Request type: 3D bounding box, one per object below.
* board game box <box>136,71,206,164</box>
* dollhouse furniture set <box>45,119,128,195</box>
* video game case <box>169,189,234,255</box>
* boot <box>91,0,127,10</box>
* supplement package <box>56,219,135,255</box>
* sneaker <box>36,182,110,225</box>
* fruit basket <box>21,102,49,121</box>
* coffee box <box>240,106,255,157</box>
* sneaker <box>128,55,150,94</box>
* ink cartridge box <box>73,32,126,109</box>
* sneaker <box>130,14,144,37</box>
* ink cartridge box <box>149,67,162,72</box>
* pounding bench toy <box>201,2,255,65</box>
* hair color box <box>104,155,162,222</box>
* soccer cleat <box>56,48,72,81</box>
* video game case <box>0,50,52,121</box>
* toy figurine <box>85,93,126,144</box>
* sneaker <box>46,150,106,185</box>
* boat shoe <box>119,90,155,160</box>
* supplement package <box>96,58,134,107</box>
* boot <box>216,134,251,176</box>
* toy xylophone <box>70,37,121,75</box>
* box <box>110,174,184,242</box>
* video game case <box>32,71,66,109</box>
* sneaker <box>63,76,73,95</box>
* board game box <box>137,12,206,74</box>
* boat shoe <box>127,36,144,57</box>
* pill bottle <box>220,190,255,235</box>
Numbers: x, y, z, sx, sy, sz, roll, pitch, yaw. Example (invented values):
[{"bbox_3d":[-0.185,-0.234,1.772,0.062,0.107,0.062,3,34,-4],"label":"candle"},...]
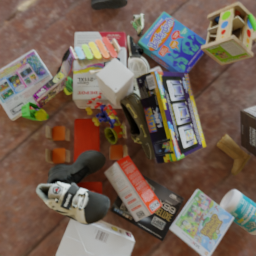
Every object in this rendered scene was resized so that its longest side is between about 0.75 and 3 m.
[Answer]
[{"bbox_3d":[1.561,-0.460,9.707,0.823,2.400,2.904,-15,88,37],"label":"board game box"},{"bbox_3d":[-1.476,1.079,10.029,2.931,1.510,2.899,-2,79,0],"label":"dollhouse furniture set"},{"bbox_3d":[2.381,3.085,9.038,1.478,0.179,1.624,38,73,8],"label":"video game case"},{"bbox_3d":[-0.874,-6.031,11.867,1.561,0.622,1.894,-4,75,-3],"label":"boot"},{"bbox_3d":[-1.151,4.119,9.513,2.237,1.240,1.742,22,80,-2],"label":"supplement package"},{"bbox_3d":[-1.756,2.147,8.274,2.590,1.146,0.960,-3,55,35],"label":"sneaker"},{"bbox_3d":[-3.461,-0.577,10.652,0.959,0.959,0.691,-8,79,-1],"label":"fruit basket"},{"bbox_3d":[5.514,-0.142,10.041,2.715,1.084,1.535,-17,116,-9],"label":"coffee box"},{"bbox_3d":[0.357,-1.586,10.143,0.766,2.031,1.168,3,57,11],"label":"sneaker"},{"bbox_3d":[-1.045,-2.192,10.836,1.976,1.123,2.712,-1,79,0],"label":"ink cartridge box"},{"bbox_3d":[0.343,-4.029,11.050,0.524,0.455,1.183,5,58,-1],"label":"sneaker"},{"bbox_3d":[1.132,-1.793,11.083,0.755,0.443,1.031,-27,79,-12],"label":"ink cartridge box"},{"bbox_3d":[4.073,-3.577,10.220,1.360,2.189,1.708,23,75,-33],"label":"pounding bench toy"},{"bbox_3d":[0.128,2.056,9.494,0.617,1.022,2.014,-25,77,-41],"label":"hair color box"},{"bbox_3d":[-2.319,-2.408,10.695,0.471,0.439,1.286,17,108,-31],"label":"soccer cleat"},{"bbox_3d":[-4.190,-1.729,11.197,2.255,0.267,2.052,-34,81,-5],"label":"video game case"},{"bbox_3d":[-0.589,-0.388,10.150,0.945,1.073,1.791,-39,81,26],"label":"toy figurine"},{"bbox_3d":[-1.760,1.560,9.486,2.283,1.036,0.867,-27,114,13],"label":"sneaker"},{"bbox_3d":[0.426,0.042,10.017,0.814,0.973,2.723,-27,116,-19],"label":"boat shoe"},{"bbox_3d":[-0.410,-1.469,9.357,0.887,1.462,0.876,43,80,8],"label":"supplement package"},{"bbox_3d":[3.857,1.030,10.629,1.244,0.411,1.089,41,71,7],"label":"boot"},{"bbox_3d":[-1.072,-2.532,9.815,1.769,0.444,1.295,-24,61,-22],"label":"toy xylophone"},{"bbox_3d":[0.687,2.778,10.201,2.163,0.538,1.705,30,80,6],"label":"box"},{"bbox_3d":[-2.779,-1.325,9.999,1.311,1.447,0.259,-44,93,-15],"label":"video game case"},{"bbox_3d":[-2.476,-1.881,11.190,0.493,0.437,1.179,-20,83,-18],"label":"sneaker"},{"bbox_3d":[1.820,-3.322,11.351,2.337,0.526,1.777,37,81,7],"label":"board game box"},{"bbox_3d":[0.334,-2.928,11.073,0.605,0.682,1.824,-9,58,3],"label":"boat shoe"},{"bbox_3d":[4.233,3.076,9.925,1.777,0.984,0.984,35,81,6],"label":"pill bottle"}]
